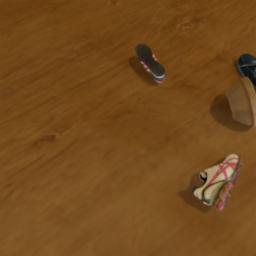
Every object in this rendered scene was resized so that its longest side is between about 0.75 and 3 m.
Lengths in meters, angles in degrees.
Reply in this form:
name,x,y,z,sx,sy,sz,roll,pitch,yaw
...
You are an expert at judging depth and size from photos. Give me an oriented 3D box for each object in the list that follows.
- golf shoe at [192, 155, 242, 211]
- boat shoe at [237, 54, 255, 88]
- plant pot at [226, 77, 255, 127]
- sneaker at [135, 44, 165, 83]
name,x,y,z,sx,sy,sz,roll,pitch,yaw
golf shoe,2.620,1.352,8.069,0.999,0.787,2.169,24,39,24
boat shoe,5.099,-1.991,10.387,1.073,0.876,2.551,-23,60,-14
plant pot,3.743,-0.783,9.281,0.765,1.658,1.658,-14,55,16
sneaker,0.819,-2.417,10.661,0.616,0.720,1.756,-28,67,-2
